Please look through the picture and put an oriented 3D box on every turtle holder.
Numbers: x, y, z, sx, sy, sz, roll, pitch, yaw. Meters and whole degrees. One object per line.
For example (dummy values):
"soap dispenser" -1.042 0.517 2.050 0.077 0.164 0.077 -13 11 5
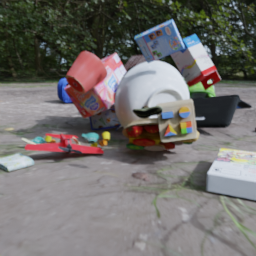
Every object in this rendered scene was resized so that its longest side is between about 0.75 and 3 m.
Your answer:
"turtle holder" 3.635 -1.829 15.128 2.081 1.945 2.739 -14 -29 24

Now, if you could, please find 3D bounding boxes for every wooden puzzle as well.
"wooden puzzle" 1.302 -0.186 7.540 0.997 1.077 0.249 -8 2 7

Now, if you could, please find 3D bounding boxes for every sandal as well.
"sandal" 0.474 -0.410 6.657 0.779 0.309 0.222 -7 46 29

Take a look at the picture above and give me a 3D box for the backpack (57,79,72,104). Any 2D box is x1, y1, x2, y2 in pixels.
"backpack" -3.894 -2.786 20.610 2.401 1.951 2.015 -7 18 -32

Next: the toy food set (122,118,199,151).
"toy food set" 0.955 0.272 8.748 2.275 0.553 2.252 3 -18 -1

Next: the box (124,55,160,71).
"box" 0.756 -2.799 14.176 1.582 1.313 1.299 8 53 41

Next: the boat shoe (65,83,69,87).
"boat shoe" -2.613 -1.966 12.740 0.355 0.315 0.950 13 8 -23

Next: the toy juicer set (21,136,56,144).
"toy juicer set" -3.154 0.576 10.086 0.736 0.315 1.157 33 27 35

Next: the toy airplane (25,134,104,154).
"toy airplane" -2.056 0.511 9.228 2.492 0.458 2.492 6 3 0

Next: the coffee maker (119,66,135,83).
"coffee maker" 1.208 -1.033 11.805 2.748 1.851 2.640 32 18 -50

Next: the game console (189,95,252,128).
"game console" 3.812 -0.549 13.079 2.976 1.732 2.618 -1 49 42

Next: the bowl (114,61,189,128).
"bowl" 1.030 -0.815 9.656 2.836 2.836 1.275 -4 18 -17

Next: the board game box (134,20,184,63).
"board game box" 0.948 -2.571 8.451 1.223 0.925 0.224 -16 38 26

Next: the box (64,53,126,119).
"box" -1.209 -1.888 12.200 1.412 1.531 2.984 -18 25 30

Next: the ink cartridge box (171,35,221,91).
"ink cartridge box" 2.755 -2.553 11.586 0.716 2.128 1.236 -26 -6 -21

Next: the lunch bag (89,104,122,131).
"lunch bag" -0.648 -0.543 12.805 1.838 1.138 1.562 -7 14 19

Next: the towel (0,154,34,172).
"towel" -3.341 1.029 8.246 0.914 0.220 0.782 12 21 42

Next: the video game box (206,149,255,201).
"video game box" 3.315 1.161 6.935 2.370 0.555 2.159 7 17 26

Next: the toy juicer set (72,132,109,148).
"toy juicer set" -1.296 0.419 9.637 1.260 0.343 0.802 -2 -31 -14

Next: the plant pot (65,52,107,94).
"plant pot" -1.510 -1.839 9.707 1.208 1.208 1.069 14 58 45
